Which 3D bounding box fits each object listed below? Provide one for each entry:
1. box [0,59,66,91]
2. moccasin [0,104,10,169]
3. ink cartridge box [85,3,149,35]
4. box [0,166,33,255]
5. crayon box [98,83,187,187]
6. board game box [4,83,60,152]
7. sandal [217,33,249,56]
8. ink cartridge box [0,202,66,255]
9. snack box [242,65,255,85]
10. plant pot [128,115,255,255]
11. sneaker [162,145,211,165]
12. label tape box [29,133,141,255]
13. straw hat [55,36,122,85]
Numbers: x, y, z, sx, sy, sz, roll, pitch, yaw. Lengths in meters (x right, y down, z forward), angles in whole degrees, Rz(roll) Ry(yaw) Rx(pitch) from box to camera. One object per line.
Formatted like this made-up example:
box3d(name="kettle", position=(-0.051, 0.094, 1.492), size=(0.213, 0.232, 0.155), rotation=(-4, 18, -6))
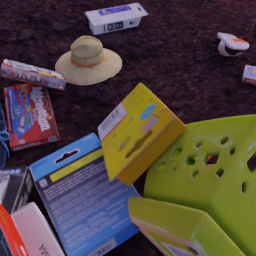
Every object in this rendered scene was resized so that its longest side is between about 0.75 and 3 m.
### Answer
box3d(name="box", position=(-3.059, -1.731, 9.070), size=(1.912, 0.381, 1.309), rotation=(11, 17, -24))
box3d(name="moccasin", position=(-3.824, -0.026, 7.545), size=(1.039, 0.880, 2.581), rotation=(-3, 67, -46))
box3d(name="ink cartridge box", position=(-0.500, -4.962, 12.660), size=(2.615, 0.513, 1.300), rotation=(-16, 51, -12))
box3d(name="box", position=(-3.771, 1.889, 6.185), size=(2.769, 0.689, 2.184), rotation=(-3, 32, -3))
box3d(name="crayon box", position=(0.201, 0.094, 6.362), size=(1.761, 0.705, 2.775), rotation=(-46, 21, 9))
box3d(name="board game box", position=(-3.112, -0.493, 8.894), size=(1.388, 0.262, 2.695), rotation=(-14, 50, -15))
box3d(name="sandal", position=(4.039, -3.216, 11.090), size=(0.929, 0.695, 2.424), rotation=(10, 28, 0))
box3d(name="ink cartridge box", position=(-1.365, 2.449, 4.942), size=(0.588, 2.343, 2.700), rotation=(-30, 55, -21))
box3d(name="snack box", position=(5.219, -1.708, 9.968), size=(2.138, 0.260, 0.769), rotation=(16, 51, 14))
box3d(name="plant pot", position=(1.621, 1.499, 5.248), size=(2.491, 2.503, 2.271), rotation=(48, 65, -16))
box3d(name="sneaker", position=(0.857, 0.381, 7.691), size=(2.750, 1.036, 1.079), rotation=(25, 59, 23))
box3d(name="label tape box", position=(-0.966, 1.582, 6.655), size=(1.887, 0.871, 2.634), rotation=(-28, 52, -17))
box3d(name="straw hat", position=(-1.512, -2.786, 10.379), size=(2.553, 1.080, 2.553), rotation=(0, 49, 0))
